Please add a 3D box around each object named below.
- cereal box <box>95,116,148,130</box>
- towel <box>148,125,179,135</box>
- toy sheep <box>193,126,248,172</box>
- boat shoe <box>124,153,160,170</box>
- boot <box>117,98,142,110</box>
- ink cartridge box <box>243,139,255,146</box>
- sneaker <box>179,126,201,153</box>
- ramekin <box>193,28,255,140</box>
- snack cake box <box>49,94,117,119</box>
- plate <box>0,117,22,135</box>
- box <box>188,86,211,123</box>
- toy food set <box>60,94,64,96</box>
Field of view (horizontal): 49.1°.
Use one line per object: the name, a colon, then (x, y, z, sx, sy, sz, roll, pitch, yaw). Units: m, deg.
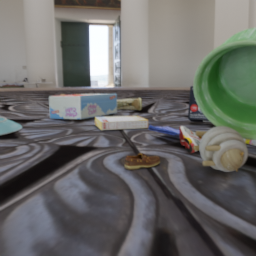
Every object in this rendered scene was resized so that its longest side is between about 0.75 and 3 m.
cereal box: (-0.270, -0.190, 9.981, 1.673, 0.331, 1.203, -3, 11, -16)
towel: (1.237, 0.069, 8.119, 0.886, 0.146, 1.224, 13, 7, 34)
toy sheep: (1.785, 0.375, 5.420, 0.928, 0.928, 1.345, -1, 29, -5)
boat shoe: (0.300, 0.644, 5.606, 0.797, 0.269, 0.287, -5, 12, -27)
boot: (-0.069, -1.260, 15.011, 1.368, 0.637, 1.769, -2, 5, -16)
ink cartridge box: (3.820, 0.017, 7.524, 1.414, 0.804, 1.941, -6, 12, -31)
sneaker: (1.545, 0.276, 6.876, 0.439, 0.416, 1.069, -10, 28, -6)
ramekin: (2.460, -0.890, 5.488, 2.103, 2.103, 1.027, 8, 40, 36)
snack cake box: (-1.901, -1.008, 12.481, 1.654, 0.966, 2.876, 4, 10, 28)
plate: (-5.073, -0.068, 9.242, 2.928, 0.374, 2.928, -1, 11, 0)
box: (3.012, -0.863, 10.466, 1.393, 1.269, 0.725, 3, -6, 22)
toy food set: (-2.946, -1.517, 17.118, 2.718, 0.545, 1.876, 5, 18, 0)
